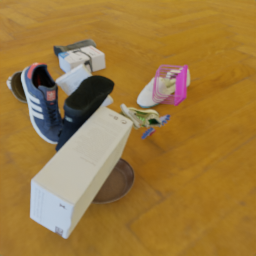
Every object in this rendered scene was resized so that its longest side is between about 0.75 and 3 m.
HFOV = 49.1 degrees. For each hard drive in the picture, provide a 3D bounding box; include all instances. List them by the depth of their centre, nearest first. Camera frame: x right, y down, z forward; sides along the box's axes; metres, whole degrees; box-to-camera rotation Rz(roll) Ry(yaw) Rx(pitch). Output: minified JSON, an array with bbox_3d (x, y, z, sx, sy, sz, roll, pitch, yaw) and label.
[{"bbox_3d":[-1.295,-1.102,8.459,0.996,1.510,0.198,-25,39,21],"label":"hard drive"}]

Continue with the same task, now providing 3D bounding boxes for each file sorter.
[{"bbox_3d":[1.361,-1.416,9.484,0.952,1.055,1.517,5,-5,0],"label":"file sorter"}]

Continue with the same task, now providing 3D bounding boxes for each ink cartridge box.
[{"bbox_3d":[-2.174,-3.158,13.244,1.800,0.758,1.302,-23,43,-27],"label":"ink cartridge box"}]

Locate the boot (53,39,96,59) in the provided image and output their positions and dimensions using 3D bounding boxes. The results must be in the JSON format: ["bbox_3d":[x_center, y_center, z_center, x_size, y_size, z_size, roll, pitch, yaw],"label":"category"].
[{"bbox_3d":[-2.634,-4.021,14.523,2.093,0.759,1.903,-13,41,-27],"label":"boot"}]

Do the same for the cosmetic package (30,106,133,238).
[{"bbox_3d":[-1.030,0.912,6.726,1.082,1.486,2.923,27,41,9],"label":"cosmetic package"}]

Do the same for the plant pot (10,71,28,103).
[{"bbox_3d":[-3.847,-1.728,11.191,1.254,1.254,1.088,11,22,14],"label":"plant pot"}]

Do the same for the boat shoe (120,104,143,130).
[{"bbox_3d":[0.102,-0.347,7.560,0.818,0.280,0.306,54,13,13],"label":"boat shoe"}]

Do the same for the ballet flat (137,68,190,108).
[{"bbox_3d":[1.456,-1.761,11.298,2.861,0.993,0.993,-29,46,-31],"label":"ballet flat"}]

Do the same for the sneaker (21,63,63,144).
[{"bbox_3d":[-2.337,-0.722,8.105,0.908,2.423,1.024,-25,5,-43],"label":"sneaker"}]

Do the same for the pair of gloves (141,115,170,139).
[{"bbox_3d":[0.897,-0.022,9.108,1.136,0.129,0.913,-43,8,-5],"label":"pair of gloves"}]

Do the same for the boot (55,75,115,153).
[{"bbox_3d":[-1.237,-0.352,7.806,0.803,1.767,2.102,28,40,6],"label":"boot"}]

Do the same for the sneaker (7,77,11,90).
[{"bbox_3d":[-4.783,-1.954,11.986,0.620,0.380,0.952,-15,29,-6],"label":"sneaker"}]

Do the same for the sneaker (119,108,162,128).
[{"bbox_3d":[0.344,-0.228,7.913,1.420,0.546,0.629,-4,24,-22],"label":"sneaker"}]

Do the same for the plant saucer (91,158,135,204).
[{"bbox_3d":[-0.709,1.425,7.650,1.784,0.326,1.784,0,38,0],"label":"plant saucer"}]
